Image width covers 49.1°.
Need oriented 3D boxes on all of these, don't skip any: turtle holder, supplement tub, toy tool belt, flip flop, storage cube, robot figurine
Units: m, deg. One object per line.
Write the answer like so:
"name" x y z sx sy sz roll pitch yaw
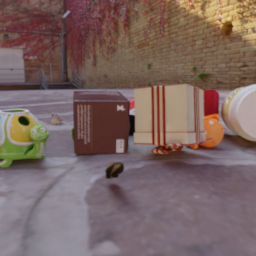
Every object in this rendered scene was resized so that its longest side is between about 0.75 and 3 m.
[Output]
"turtle holder" -3.444 0.277 8.635 1.691 1.580 2.226 -4 12 -24
"supplement tub" 4.989 -0.617 11.134 2.149 2.149 2.976 2 5 10
"toy tool belt" -3.988 -0.596 15.511 0.686 0.675 1.099 -4 12 -18
"flip flop" -0.345 0.964 6.629 0.414 0.294 1.021 1 -24 -8
"storage cube" 3.323 -0.805 13.006 1.598 1.681 1.870 0 -2 25
"robot figurine" 2.779 0.086 10.543 1.362 1.104 1.894 -12 17 -27

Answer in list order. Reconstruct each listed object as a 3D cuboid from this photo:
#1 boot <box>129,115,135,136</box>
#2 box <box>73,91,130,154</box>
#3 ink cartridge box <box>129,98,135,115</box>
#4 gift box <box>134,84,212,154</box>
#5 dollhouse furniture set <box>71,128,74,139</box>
"boot" -0.691 -0.242 13.140 2.554 0.945 2.093 -6 12 -9
"box" -1.069 -0.300 10.301 1.867 1.886 2.273 0 15 -11
"ink cartridge box" 1.012 -1.069 13.488 2.147 1.892 0.480 -24 -31 5
"gift box" 1.494 -0.245 9.144 2.271 2.121 2.096 1 1 36
"dollhouse furniture set" -2.076 0.124 12.191 0.609 0.470 1.218 6 15 16
